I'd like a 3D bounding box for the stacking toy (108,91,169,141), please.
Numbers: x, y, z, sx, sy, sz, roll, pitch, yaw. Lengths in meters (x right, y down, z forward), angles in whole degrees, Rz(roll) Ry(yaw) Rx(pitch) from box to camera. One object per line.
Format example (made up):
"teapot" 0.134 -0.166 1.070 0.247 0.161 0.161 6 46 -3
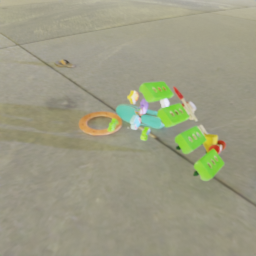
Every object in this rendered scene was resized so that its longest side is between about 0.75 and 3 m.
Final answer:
"stacking toy" 0.392 -0.453 9.917 1.512 0.471 2.005 13 58 32

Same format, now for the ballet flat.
"ballet flat" 0.515 -0.439 10.520 1.982 0.667 0.697 18 18 22

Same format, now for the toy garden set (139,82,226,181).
"toy garden set" 1.629 -0.021 8.024 2.884 0.575 2.404 56 32 10

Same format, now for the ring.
"ring" -1.028 -0.156 10.431 1.589 0.153 1.589 -1 33 1

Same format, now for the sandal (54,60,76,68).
"sandal" -3.438 -3.533 15.282 1.248 0.341 0.510 15 37 21
